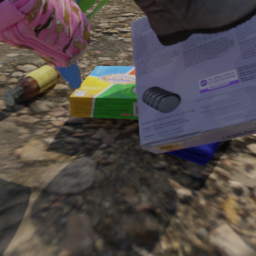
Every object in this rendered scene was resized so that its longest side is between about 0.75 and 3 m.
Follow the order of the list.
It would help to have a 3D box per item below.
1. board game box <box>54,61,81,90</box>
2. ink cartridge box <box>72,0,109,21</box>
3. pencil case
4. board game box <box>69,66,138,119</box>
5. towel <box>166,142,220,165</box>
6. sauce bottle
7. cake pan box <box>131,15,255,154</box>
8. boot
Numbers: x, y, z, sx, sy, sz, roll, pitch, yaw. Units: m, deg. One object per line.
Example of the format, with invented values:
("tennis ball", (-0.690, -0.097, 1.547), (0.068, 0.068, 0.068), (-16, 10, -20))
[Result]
("board game box", (-1.512, -1.947, 5.914), (0.467, 1.895, 2.399), (-35, 64, -17))
("ink cartridge box", (-0.789, -2.568, 4.794), (0.562, 1.097, 1.484), (25, 50, -41))
("pencil case", (-1.153, -1.392, 3.420), (1.079, 1.032, 2.493), (26, 6, 0))
("board game box", (-0.203, -1.151, 8.293), (2.213, 0.583, 2.892), (2, 28, 8))
("towel", (1.642, 0.059, 6.974), (1.574, 0.528, 2.132), (14, 36, 31))
("sauce bottle", (-3.027, -1.372, 8.855), (0.701, 0.701, 2.125), (14, 34, 19))
("cake pan box", (1.414, -1.077, 4.493), (2.751, 0.720, 2.534), (-16, 67, 24))
("boot", (0.826, -1.701, 3.493), (1.653, 1.088, 0.577), (-14, 51, 32))
